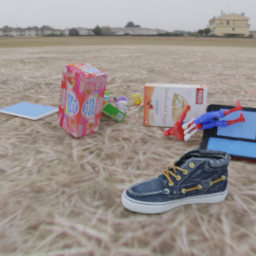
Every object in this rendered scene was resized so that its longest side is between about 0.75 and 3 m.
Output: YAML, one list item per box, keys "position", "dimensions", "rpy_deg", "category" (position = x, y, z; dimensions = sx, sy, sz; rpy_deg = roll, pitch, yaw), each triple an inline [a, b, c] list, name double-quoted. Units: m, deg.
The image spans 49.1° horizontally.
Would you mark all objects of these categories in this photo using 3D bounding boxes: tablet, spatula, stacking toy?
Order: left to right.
- position: [-4.801, -0.829, 13.548]
  dimensions: [2.509, 0.171, 1.633]
  rpy_deg: [11, 24, 27]
  category: "tablet"
- position: [-0.821, -1.314, 14.222]
  dimensions: [2.623, 0.616, 1.978]
  rpy_deg: [7, 20, 21]
  category: "stacking toy"
- position: [2.135, 0.038, 9.701]
  dimensions: [0.069, 0.595, 0.856]
  rpy_deg: [-4, 20, 43]
  category: "spatula"

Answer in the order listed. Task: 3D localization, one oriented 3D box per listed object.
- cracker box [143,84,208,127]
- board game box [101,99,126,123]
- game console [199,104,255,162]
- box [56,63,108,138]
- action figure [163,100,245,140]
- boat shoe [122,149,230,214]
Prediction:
- position: [1.912, -0.922, 11.622]
  dimensions: [2.537, 1.699, 0.732]
  rpy_deg: [2, 19, 8]
  category: "cracker box"
- position: [-1.251, -1.073, 12.551]
  dimensions: [1.624, 0.428, 2.122]
  rpy_deg: [33, 0, -37]
  category: "board game box"
- position: [3.733, 0.100, 9.584]
  dimensions: [2.312, 1.992, 1.372]
  rpy_deg: [8, -7, 18]
  category: "game console"
- position: [-1.769, -1.054, 10.598]
  dimensions: [1.244, 2.496, 1.192]
  rpy_deg: [31, 32, 29]
  category: "box"
- position: [2.640, -0.390, 10.389]
  dimensions: [2.858, 0.933, 1.415]
  rpy_deg: [-19, 34, 16]
  category: "action figure"
- position: [1.168, 1.203, 6.825]
  dimensions: [2.715, 1.232, 0.961]
  rpy_deg: [-5, 22, -13]
  category: "boat shoe"
